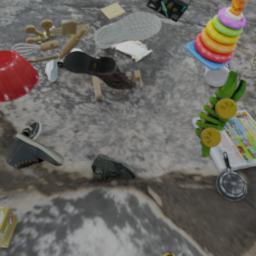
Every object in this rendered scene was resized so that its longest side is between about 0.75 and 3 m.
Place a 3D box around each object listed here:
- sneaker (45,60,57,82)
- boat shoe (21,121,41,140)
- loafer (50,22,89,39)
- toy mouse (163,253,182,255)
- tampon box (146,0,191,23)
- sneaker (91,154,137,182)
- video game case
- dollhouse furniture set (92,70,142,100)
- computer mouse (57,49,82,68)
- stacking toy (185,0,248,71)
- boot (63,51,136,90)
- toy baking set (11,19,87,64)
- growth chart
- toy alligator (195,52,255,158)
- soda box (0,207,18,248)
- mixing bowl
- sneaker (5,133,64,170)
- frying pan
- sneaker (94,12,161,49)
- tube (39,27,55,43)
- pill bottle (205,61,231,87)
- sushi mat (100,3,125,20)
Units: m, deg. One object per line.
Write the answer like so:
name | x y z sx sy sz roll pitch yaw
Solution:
sneaker | -3.546 -2.535 12.839 0.478 0.493 1.349 -22 46 20
boat shoe | -3.556 0.206 10.073 0.504 0.454 1.425 8 46 8
loafer | -2.543 -4.124 12.112 1.810 0.618 0.685 -2 30 12
toy mouse | 1.012 3.545 7.001 0.828 0.160 0.736 -3 45 -2
tampon box | 1.569 -4.888 10.562 1.392 1.043 0.879 25 77 -9
sneaker | -0.525 1.426 8.809 1.540 0.589 0.882 20 50 22
video game case | 3.796 0.386 10.034 2.227 0.280 2.447 -10 45 -9
dollhouse furniture set | -0.461 -1.776 11.868 1.977 1.025 0.875 -10 85 -8
computer mouse | -2.746 -3.471 13.739 0.948 0.379 1.729 10 46 11
stacking toy | 3.381 -3.512 9.609 1.539 2.805 1.628 44 56 16
boot | -0.890 -1.705 9.044 2.038 1.774 0.705 15 83 20
toy baking set | -2.578 -2.724 8.992 1.964 2.559 0.298 -5 70 -42
growth chart | 0.201 -4.141 14.536 2.105 0.187 1.524 35 54 30
toy alligator | 2.315 -0.639 6.993 0.716 2.980 0.988 25 13 3
soda box | -4.333 2.585 7.476 2.428 0.822 0.777 3 46 4
mixing bowl | -3.501 -1.603 7.975 1.652 0.894 1.652 -4 50 5
sneaker | -2.341 0.803 7.047 1.533 0.573 0.814 24 84 22
frying pan | 3.313 1.506 8.747 0.942 0.253 1.557 20 63 9
sneaker | -0.044 -3.810 10.869 2.626 1.003 1.057 -11 18 4
tube | -4.519 -5.056 15.352 0.384 0.430 1.481 44 54 -10
pill bottle | 4.068 -2.804 12.606 1.059 1.059 1.908 12 47 11
sushi mat | -0.417 -3.277 7.856 0.383 0.048 0.800 46 50 1
